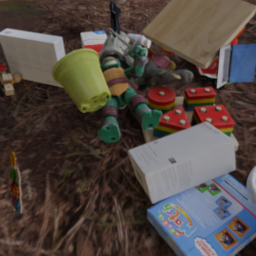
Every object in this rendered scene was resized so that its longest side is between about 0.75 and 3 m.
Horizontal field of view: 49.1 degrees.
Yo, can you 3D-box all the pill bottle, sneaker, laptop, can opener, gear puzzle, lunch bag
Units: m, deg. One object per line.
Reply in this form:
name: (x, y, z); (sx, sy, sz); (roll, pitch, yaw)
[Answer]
pill bottle: (0.547, -4.541, 14.715); (1.187, 0.645, 0.645); (16, 43, 18)
sneaker: (3.707, -2.036, 11.951); (1.264, 0.467, 0.501); (33, 46, 33)
laptop: (2.546, -1.445, 6.544); (0.573, 0.926, 0.989); (16, 30, 37)
can opener: (-0.536, -4.223, 11.062); (0.608, 0.490, 1.547); (12, 66, -41)
gear puzzle: (-2.384, 1.126, 5.842); (0.164, 1.255, 0.650); (-5, 7, -32)
lunch bag: (-0.518, -2.921, 11.921); (1.503, 1.809, 2.157); (3, 41, 4)

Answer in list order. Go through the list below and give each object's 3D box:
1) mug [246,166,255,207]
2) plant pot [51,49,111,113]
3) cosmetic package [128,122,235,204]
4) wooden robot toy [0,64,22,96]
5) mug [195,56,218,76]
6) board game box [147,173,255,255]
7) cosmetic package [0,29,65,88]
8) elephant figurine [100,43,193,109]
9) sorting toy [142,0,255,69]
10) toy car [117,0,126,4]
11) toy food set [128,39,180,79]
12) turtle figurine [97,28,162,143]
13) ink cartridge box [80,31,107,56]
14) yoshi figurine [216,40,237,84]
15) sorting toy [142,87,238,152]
mug: (4.134, 1.757, 6.185); (2.958, 2.184, 2.594); (32, 53, 29)
plant pot: (-0.865, -0.880, 5.697); (1.054, 1.054, 0.969); (-22, 72, -24)
cosmetic package: (1.442, 0.863, 7.594); (2.495, 1.012, 1.408); (-22, 27, -10)
wooden robot toy: (-4.952, -2.173, 11.889); (0.907, 0.881, 2.000); (-10, 41, -28)
mug: (3.776, -3.395, 12.800); (1.830, 1.375, 2.061); (-12, 43, 10)
board game box: (2.055, 2.197, 6.975); (2.561, 0.469, 1.937); (-24, 46, -25)
cosmetic package: (-3.901, -2.922, 11.772); (2.678, 2.019, 0.692); (14, 42, 16)
elephant figurine: (0.463, -2.050, 10.470); (2.881, 2.235, 2.039); (-30, 8, -11)
sorting toy: (1.776, -2.522, 7.184); (1.980, 0.693, 1.992); (38, 81, 27)
toy car: (-0.292, -4.813, 9.310); (0.969, 1.107, 0.830); (34, 29, -22)
toy food set: (0.732, -2.064, 7.963); (1.892, 0.298, 1.202); (38, 19, 12)
turtle figurine: (-0.311, -1.042, 6.477); (2.036, 1.369, 2.719); (-30, 56, 14)
ink cartridge box: (-1.607, -4.053, 14.066); (1.281, 0.741, 2.205); (-10, 42, -11)
yoshi figurine: (2.954, -2.293, 8.894); (1.240, 1.236, 2.207); (-26, 76, 14)
sorting toy: (1.915, -0.432, 9.630); (2.875, 1.007, 2.893); (-5, 41, -5)
